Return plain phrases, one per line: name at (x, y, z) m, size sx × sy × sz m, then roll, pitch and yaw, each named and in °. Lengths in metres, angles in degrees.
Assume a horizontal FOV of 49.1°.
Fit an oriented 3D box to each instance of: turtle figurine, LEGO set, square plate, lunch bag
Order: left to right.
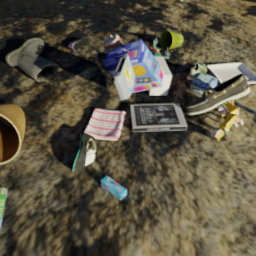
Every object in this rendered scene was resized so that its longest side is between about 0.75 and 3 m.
turtle figurine at (1.686, -4.116, 15.464) m, size 1.264 × 0.850 × 1.688 m, roll 34°, pitch 35°, yaw -24°
lunch bag at (3.590, -2.060, 13.175) m, size 0.984 × 0.505 × 1.224 m, roll 30°, pitch 49°, yaw 26°
LEGO set at (3.962, -0.207, 10.922) m, size 1.029 × 0.832 × 2.237 m, roll -18°, pitch 32°, yaw 36°
square plate at (5.248, -2.654, 14.056) m, size 2.030 × 0.289 × 2.011 m, roll -6°, pitch 40°, yaw -8°

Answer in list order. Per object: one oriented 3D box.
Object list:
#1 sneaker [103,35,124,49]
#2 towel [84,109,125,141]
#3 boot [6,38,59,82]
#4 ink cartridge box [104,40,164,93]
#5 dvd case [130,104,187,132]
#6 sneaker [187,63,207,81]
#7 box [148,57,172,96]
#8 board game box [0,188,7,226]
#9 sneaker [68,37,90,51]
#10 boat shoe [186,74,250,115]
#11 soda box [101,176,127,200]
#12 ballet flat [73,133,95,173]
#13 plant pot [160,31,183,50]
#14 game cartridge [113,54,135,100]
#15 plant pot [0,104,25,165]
sneaker at (-0.610, -3.562, 11.990) m, size 0.579 × 0.615 × 1.503 m, roll -55°, pitch 27°, yaw 1°
towel at (-0.888, -0.195, 11.066) m, size 1.339 × 0.274 × 1.830 m, roll 7°, pitch 40°, yaw 7°
boot at (-4.684, -3.627, 14.664) m, size 2.848 × 1.033 × 2.589 m, roll 21°, pitch 57°, yaw 34°
ink cartridge box at (0.183, -2.442, 11.045) m, size 1.597 × 2.340 × 0.893 m, roll -8°, pitch 57°, yaw 32°
dvd case at (1.172, -0.442, 11.377) m, size 2.118 × 0.262 × 1.592 m, roll -2°, pitch 39°, yaw -3°
sneaker at (3.537, -2.943, 14.044) m, size 0.644 × 0.742 × 1.675 m, roll 23°, pitch 44°, yaw 25°
box at (1.322, -2.446, 13.069) m, size 0.855 × 1.091 × 1.754 m, roll 0°, pitch 42°, yaw -10°
board game box at (-4.287, 2.181, 7.620) m, size 1.676 × 0.307 × 1.268 m, roll 9°, pitch 43°, yaw -20°
sneaker at (-2.977, -5.170, 16.944) m, size 0.662 × 0.573 × 1.513 m, roll 24°, pitch 45°, yaw 34°
boat shoe at (3.524, -1.336, 11.375) m, size 2.653 × 0.799 × 0.946 m, roll -24°, pitch 18°, yaw 6°
soda box at (-0.447, 1.834, 8.587) m, size 0.843 × 0.270 × 0.286 m, roll 29°, pitch 48°, yaw 30°
ballet flat at (-1.442, 0.820, 9.591) m, size 0.627 × 0.624 × 1.834 m, roll 10°, pitch 39°, yaw -6°
plant pot at (2.677, -5.226, 16.714) m, size 1.057 × 1.097 × 1.097 m, roll -12°, pitch 40°, yaw -32°
game cartridge at (-0.098, -1.735, 9.708) m, size 0.322 × 1.060 × 1.589 m, roll -3°, pitch 41°, yaw 17°
plant pot at (-4.453, -0.082, 9.869) m, size 1.942 × 1.942 × 2.084 m, roll -1°, pitch 25°, yaw -1°
